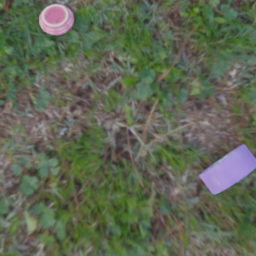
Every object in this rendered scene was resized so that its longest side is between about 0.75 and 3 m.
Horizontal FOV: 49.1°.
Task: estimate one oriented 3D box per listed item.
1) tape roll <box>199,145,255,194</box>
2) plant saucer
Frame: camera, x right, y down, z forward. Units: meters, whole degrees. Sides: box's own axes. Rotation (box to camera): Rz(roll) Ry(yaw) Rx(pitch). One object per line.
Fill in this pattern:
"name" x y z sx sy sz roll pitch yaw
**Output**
"tape roll" 2.816 1.166 7.891 1.534 1.534 0.652 -34 77 -9
"plant saucer" -2.588 -3.941 10.044 1.239 0.314 1.239 0 73 -1
